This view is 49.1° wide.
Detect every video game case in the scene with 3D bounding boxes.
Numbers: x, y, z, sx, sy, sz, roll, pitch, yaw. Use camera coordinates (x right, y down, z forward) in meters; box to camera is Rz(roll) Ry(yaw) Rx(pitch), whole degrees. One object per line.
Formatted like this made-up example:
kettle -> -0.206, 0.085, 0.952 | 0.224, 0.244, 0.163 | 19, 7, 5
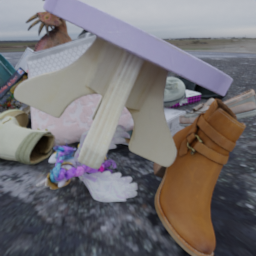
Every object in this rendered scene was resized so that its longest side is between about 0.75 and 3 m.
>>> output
video game case -> 1.670, -1.381, 12.453 | 2.348, 0.420, 2.128 | -15, 25, -37

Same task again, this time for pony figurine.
pony figurine -> -0.793, 0.712, 5.461 | 1.731, 1.493, 1.793 | -12, 7, -6

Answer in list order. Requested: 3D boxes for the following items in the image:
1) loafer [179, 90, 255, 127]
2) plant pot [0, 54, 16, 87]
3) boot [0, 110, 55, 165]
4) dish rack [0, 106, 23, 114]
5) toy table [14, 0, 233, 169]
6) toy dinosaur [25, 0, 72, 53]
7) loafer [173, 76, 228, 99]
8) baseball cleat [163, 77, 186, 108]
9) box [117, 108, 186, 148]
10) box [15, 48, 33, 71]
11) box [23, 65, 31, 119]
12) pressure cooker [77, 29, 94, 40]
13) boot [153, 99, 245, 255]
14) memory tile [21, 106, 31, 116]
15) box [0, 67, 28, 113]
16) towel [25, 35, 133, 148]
loafer -> 2.184, -0.485, 6.847 | 2.051, 0.645, 0.737 | -10, 10, -10
plant pot -> -5.265, -1.832, 10.886 | 1.701, 1.737, 1.737 | -39, 26, -3
boot -> -2.744, 0.202, 7.343 | 1.811, 0.844, 2.342 | 3, 24, 11
dish rack -> -4.327, -0.511, 9.916 | 1.319, 0.287, 1.132 | -2, 29, -8
toy table -> -0.107, -0.573, 4.011 | 2.718, 1.592, 2.498 | 27, 14, 2
toy dinosaur -> -2.368, -2.409, 8.413 | 1.182, 2.754, 1.866 | 10, -10, 27
loafer -> 3.183, -1.946, 13.200 | 2.896, 0.983, 1.017 | 15, 13, 28
baseball cleat -> 0.419, -0.963, 8.687 | 2.703, 0.943, 1.439 | 4, -15, 19
box -> 0.083, -0.139, 8.289 | 2.801, 0.842, 1.634 | 13, 23, 32
box -> -3.706, -2.340, 12.316 | 2.228, 1.300, 0.670 | 32, 6, -4
box -> -2.432, -1.536, 9.574 | 2.570, 2.004, 0.529 | -13, -21, 22
pressure cooker -> -1.017, -2.581, 11.098 | 2.577, 2.930, 2.617 | 7, -20, 21
boot -> 1.238, 0.647, 4.328 | 0.860, 1.741, 2.242 | 31, 25, -17
memory tile -> -3.429, -0.400, 9.063 | 1.085, 0.091, 0.832 | -22, 37, 34
box -> -3.622, -1.105, 8.998 | 0.289, 1.535, 1.048 | 42, -2, 18
towel -> -1.323, -0.987, 7.360 | 2.830, 2.703, 0.456 | -12, -8, 14
